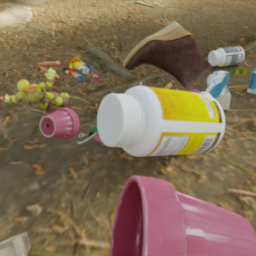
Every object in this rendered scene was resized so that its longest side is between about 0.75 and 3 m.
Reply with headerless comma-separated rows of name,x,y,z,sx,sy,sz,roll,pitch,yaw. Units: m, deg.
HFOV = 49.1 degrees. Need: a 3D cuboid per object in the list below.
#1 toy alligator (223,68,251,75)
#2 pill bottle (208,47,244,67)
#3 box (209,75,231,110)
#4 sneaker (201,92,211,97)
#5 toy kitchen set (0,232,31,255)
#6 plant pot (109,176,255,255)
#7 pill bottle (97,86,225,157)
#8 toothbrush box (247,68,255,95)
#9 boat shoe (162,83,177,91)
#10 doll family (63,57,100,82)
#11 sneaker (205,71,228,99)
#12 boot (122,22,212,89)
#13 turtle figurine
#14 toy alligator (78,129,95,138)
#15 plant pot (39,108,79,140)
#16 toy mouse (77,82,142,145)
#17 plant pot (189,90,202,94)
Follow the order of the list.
toy alligator,3.447,-1.804,8.892,0.847,0.203,0.281,6,16,25
pill bottle,5.139,-3.734,14.736,1.634,0.947,0.947,-9,38,-13
box,3.862,-1.558,11.980,0.625,0.752,1.829,-2,40,7
sneaker,2.707,-0.881,9.956,1.107,1.916,0.706,-30,75,-18
toy kitchen set,-1.910,3.148,5.902,1.532,1.694,1.878,-19,81,-19
plant pot,1.039,2.427,5.526,2.395,2.675,2.675,10,36,-12
pill bottle,0.808,-0.133,6.734,2.934,1.603,1.603,2,32,-34
toothbrush box,6.097,-1.926,12.284,1.415,1.036,0.603,18,41,23
boat shoe,0.704,-0.437,8.715,0.790,2.246,0.791,51,38,-3
doll family,-1.454,-1.904,8.815,0.826,0.600,1.331,34,22,22
sneaker,3.415,-1.704,11.152,0.647,0.613,1.603,15,46,37
boot,1.398,-2.288,9.989,2.651,0.959,2.205,-36,88,-3
turtle figurine,-2.396,-0.964,7.727,2.179,1.757,0.702,-26,69,15
toy alligator,-0.990,0.128,9.226,1.313,0.316,0.435,-20,36,4
plant pot,-1.948,-0.079,7.751,0.902,0.902,0.808,20,18,25
toy mouse,-0.485,0.002,7.852,2.044,2.300,0.445,-37,77,-30
plant pot,1.850,-0.249,8.773,1.327,1.483,1.483,-30,42,-3
